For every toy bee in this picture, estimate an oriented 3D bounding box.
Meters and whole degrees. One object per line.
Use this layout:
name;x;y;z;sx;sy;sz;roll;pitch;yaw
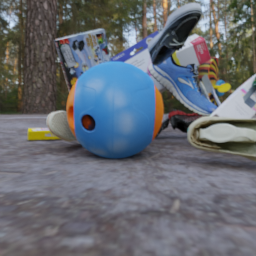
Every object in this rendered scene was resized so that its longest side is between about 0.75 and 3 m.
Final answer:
toy bee;2.768;-1.148;9.425;1.224;2.252;1.474;-38;12;-34

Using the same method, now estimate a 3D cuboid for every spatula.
spatula;2.395;-0.704;8.199;0.121;1.510;1.050;-16;-15;-18

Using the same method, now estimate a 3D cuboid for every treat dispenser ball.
treat dispenser ball;-0.282;-0.385;6.234;2.129;2.129;2.129;0;4;0

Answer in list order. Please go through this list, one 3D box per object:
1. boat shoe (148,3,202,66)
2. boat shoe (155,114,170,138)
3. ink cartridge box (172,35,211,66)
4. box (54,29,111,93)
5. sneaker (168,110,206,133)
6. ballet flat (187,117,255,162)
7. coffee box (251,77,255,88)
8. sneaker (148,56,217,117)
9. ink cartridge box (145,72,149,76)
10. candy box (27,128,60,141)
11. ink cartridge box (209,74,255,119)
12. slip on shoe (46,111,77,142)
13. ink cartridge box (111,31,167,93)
boat shoe;1.079;-2.033;6.398;0.652;0.641;1.808;0;-19;-25
boat shoe;1.217;-0.107;10.148;1.483;0.420;0.509;-36;4;-43
ink cartridge box;1.576;-2.217;8.786;1.644;0.686;1.193;-23;25;9
box;-1.108;-1.606;7.761;1.331;1.944;0.388;-19;25;-18
sneaker;2.213;-0.162;9.834;1.617;0.790;0.571;5;-34;-4
ballet flat;2.276;0.196;4.857;2.616;0.909;0.909;3;5;27
coffee box;3.597;-1.422;6.390;0.941;1.530;0.336;30;-4;-5
sneaker;1.675;-1.236;7.810;2.302;1.026;0.904;42;18;0
ink cartridge box;-0.139;-0.591;7.833;2.193;1.309;0.460;-29;19;-27
candy box;-2.182;0.185;10.138;2.753;0.364;1.407;-1;2;-19
ink cartridge box;2.837;-0.587;7.022;1.986;0.668;1.163;-41;-7;-14
slip on shoe;-1.679;0.018;7.348;0.621;0.751;2.028;-8;-5;8
ink cartridge box;0.669;-2.222;10.048;2.192;2.233;0.484;-31;-15;2
